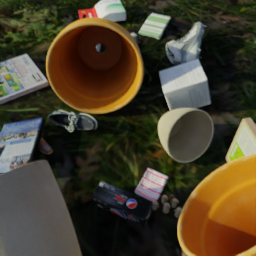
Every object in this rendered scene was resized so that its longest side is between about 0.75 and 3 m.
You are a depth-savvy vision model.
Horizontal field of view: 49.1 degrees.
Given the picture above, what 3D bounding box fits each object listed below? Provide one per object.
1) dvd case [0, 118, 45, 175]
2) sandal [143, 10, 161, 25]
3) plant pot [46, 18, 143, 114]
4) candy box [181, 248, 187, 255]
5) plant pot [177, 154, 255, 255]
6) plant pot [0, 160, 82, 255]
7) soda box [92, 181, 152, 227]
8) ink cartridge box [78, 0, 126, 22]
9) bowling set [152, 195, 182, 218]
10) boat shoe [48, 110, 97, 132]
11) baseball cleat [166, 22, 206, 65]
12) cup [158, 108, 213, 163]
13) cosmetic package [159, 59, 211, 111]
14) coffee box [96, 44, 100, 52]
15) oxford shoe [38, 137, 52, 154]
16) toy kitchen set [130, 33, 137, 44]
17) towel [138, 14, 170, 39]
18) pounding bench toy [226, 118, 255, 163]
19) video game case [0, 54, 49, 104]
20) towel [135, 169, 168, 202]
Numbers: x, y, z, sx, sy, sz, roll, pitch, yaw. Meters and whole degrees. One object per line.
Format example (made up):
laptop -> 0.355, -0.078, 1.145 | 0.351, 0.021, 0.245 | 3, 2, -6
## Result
dvd case -> -3.349, 0.566, 8.371 | 1.445, 0.178, 2.025 | -9, 47, 12
sandal -> 1.227, -5.437, 13.783 | 0.701, 0.447, 1.866 | 10, 50, 9
plant pot -> -1.044, -2.423, 9.693 | 2.968, 2.968, 2.717 | -1, 33, -1
candy box -> 2.058, 2.928, 6.267 | 1.688, 0.467, 0.975 | 6, 51, 3
plant pot -> 2.505, 2.053, 5.107 | 2.164, 2.364, 2.364 | 47, 54, -11
plant pot -> -2.006, 2.536, 5.296 | 2.665, 2.665, 2.846 | -30, 82, -24
soda box -> -0.157, 1.935, 7.169 | 1.498, 0.474, 0.530 | 19, 52, 17
ink cartridge box -> -1.358, -5.847, 14.027 | 2.203, 0.552, 1.773 | -8, 46, -9
bowling set -> 1.036, 1.902, 7.224 | 0.823, 0.442, 0.573 | 13, 50, 11
boat shoe -> -1.778, -0.220, 8.877 | 1.640, 0.614, 0.507 | 17, 20, 19
baseball cleat -> 2.425, -3.650, 11.826 | 1.521, 0.997, 2.858 | 10, 48, 9
cup -> 1.528, 0.073, 8.306 | 1.599, 1.599, 1.143 | -21, 27, -18
cosmetic package -> 1.899, -1.349, 9.425 | 1.378, 1.153, 1.146 | -17, 48, 11
coffee box -> -1.705, -3.579, 11.971 | 0.966, 0.673, 1.689 | 0, 48, 0
oxford shoe -> -2.638, 0.502, 8.565 | 0.847, 0.309, 0.302 | 33, 56, 26
toy kitchen set -> -0.052, -3.602, 11.668 | 0.815, 1.108, 1.383 | -31, 53, -25
towel -> 1.270, -4.821, 13.223 | 1.079, 0.166, 1.415 | 21, 67, 18
pounding bench toy -> 4.139, 0.473, 6.900 | 2.206, 2.828, 1.757 | -9, 49, -7
video game case -> -4.433, -1.928, 10.793 | 2.001, 0.242, 2.196 | -27, 54, -22
towel -> 0.651, 1.558, 7.725 | 0.653, 0.134, 0.893 | 22, 53, 18
